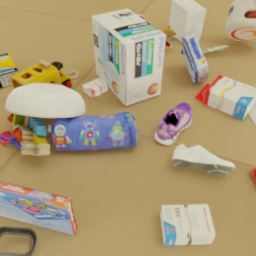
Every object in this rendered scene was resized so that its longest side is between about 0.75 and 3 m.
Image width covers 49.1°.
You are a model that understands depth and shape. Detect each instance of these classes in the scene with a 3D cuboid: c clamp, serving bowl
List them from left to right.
[{"bbox_3d":[-2.851,2.929,6.819,1.227,0.166,1.048,1,81,-7],"label":"c clamp"},{"bbox_3d":[-2.662,-0.991,9.196,2.532,0.833,2.532,5,13,-1],"label":"serving bowl"}]

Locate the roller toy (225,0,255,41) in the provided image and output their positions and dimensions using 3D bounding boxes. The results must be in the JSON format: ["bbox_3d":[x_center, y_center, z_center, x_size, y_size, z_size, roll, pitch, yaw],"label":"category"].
[{"bbox_3d":[5.778,-5.195,13.288,2.024,1.551,2.219,11,-5,-39],"label":"roller toy"}]

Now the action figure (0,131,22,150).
[{"bbox_3d":[-3.843,0.387,9.435,1.737,0.449,0.568,17,52,19],"label":"action figure"}]

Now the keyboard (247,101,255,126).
[{"bbox_3d":[4.918,-0.248,10.292,0.659,0.125,2.342,-9,45,-2],"label":"keyboard"}]

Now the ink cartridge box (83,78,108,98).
[{"bbox_3d":[-1.336,-1.646,11.495,0.855,0.363,0.623,-32,53,-26],"label":"ink cartridge box"}]

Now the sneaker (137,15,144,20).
[{"bbox_3d":[0.245,-5.127,14.686,2.279,0.860,1.297,-35,55,-23],"label":"sneaker"}]

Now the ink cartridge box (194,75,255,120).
[{"bbox_3d":[3.760,-1.290,10.831,2.076,0.698,1.206,28,55,27],"label":"ink cartridge box"}]

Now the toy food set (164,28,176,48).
[{"bbox_3d":[1.776,-4.104,13.562,0.593,0.629,1.318,41,96,32],"label":"toy food set"}]

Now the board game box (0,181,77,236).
[{"bbox_3d":[-2.709,1.953,7.111,2.785,1.434,0.271,11,45,10],"label":"board game box"}]

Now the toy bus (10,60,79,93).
[{"bbox_3d":[-3.270,-1.981,11.127,2.474,1.355,2.622,-5,45,-6],"label":"toy bus"}]

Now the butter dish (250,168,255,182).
[{"bbox_3d":[4.482,1.399,7.975,1.360,1.008,1.364,-6,45,-7],"label":"butter dish"}]

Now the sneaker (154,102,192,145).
[{"bbox_3d":[1.674,-0.341,9.787,0.838,0.922,2.085,24,49,23],"label":"sneaker"}]

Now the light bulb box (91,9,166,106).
[{"bbox_3d":[-0.052,-2.798,10.994,1.678,2.665,2.689,-21,47,-21],"label":"light bulb box"}]

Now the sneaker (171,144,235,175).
[{"bbox_3d":[2.295,0.912,8.510,1.870,0.658,0.749,12,54,12],"label":"sneaker"}]

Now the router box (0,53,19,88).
[{"bbox_3d":[-6.011,-2.268,11.943,2.342,0.598,1.747,-24,50,-22],"label":"router box"}]

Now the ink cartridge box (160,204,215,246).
[{"bbox_3d":[1.498,2.494,7.217,1.230,0.518,0.898,0,45,-1],"label":"ink cartridge box"}]

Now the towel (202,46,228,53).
[{"bbox_3d":[4.164,-3.789,13.496,1.014,0.119,0.773,-10,6,-5],"label":"towel"}]

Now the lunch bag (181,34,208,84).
[{"bbox_3d":[2.752,-2.911,11.678,0.710,1.506,1.879,-19,68,8],"label":"lunch bag"}]

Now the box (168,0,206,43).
[{"bbox_3d":[2.985,-5.562,14.482,1.094,1.674,1.665,-14,47,-16],"label":"box"}]

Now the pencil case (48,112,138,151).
[{"bbox_3d":[-1.083,0.092,9.160,2.828,1.228,1.104,-2,11,-3],"label":"pencil case"}]

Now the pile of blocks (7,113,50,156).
[{"bbox_3d":[-3.313,-0.066,8.980,0.847,1.119,2.726,8,24,-41],"label":"pile of blocks"}]
